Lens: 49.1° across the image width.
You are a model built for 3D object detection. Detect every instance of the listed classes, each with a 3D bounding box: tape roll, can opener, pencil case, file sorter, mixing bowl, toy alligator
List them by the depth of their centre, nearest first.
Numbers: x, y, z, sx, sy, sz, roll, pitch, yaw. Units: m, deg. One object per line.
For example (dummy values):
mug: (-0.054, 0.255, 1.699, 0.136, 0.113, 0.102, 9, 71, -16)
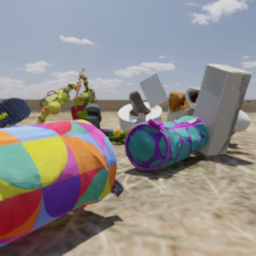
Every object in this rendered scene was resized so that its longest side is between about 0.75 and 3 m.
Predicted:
pencil case: (-1.311, 0.651, 2.901, 1.289, 1.289, 2.916, 3, 6, 35)
pencil case: (1.062, 0.287, 6.974, 1.122, 1.219, 2.637, 35, 23, 26)
toy alligator: (-0.300, 0.400, 10.397, 1.912, 0.459, 0.634, -11, -29, 25)
can opener: (-1.029, -0.160, 10.842, 0.978, 0.780, 2.926, 5, -12, -2)
file sorter: (1.241, -1.588, 12.430, 0.898, 1.294, 0.806, -27, -10, 19)
tape roll: (0.615, -0.482, 13.936, 2.183, 0.764, 2.183, -4, 28, 2)
mixing bowl: (-2.314, -0.508, 14.710, 1.567, 0.848, 1.567, 6, -20, 2)

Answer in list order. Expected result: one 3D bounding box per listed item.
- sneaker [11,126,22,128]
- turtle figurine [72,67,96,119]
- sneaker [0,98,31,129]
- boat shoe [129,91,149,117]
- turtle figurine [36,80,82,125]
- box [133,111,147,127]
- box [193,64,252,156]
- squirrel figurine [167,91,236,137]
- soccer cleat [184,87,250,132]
sneaker: (-5.424, -0.002, 11.544, 0.919, 1.022, 2.485, 2, 3, 43)
turtle figurine: (-1.777, -1.214, 12.148, 0.797, 2.473, 1.995, 2, 32, 3)
sneaker: (-4.853, -0.260, 10.427, 1.123, 1.010, 2.731, -26, 12, 40)
boat shoe: (0.515, -1.006, 13.729, 0.669, 1.767, 0.634, -22, 15, -13)
turtle figurine: (-2.547, -0.688, 9.338, 0.859, 2.666, 2.150, 35, 3, -18)
box: (0.457, -0.147, 11.902, 0.280, 0.887, 1.612, 28, -7, 5)
box: (2.543, -0.502, 8.041, 0.842, 2.464, 1.012, -2, 25, -28)
squirrel figurine: (2.894, -0.361, 11.013, 2.596, 1.968, 2.781, 9, 12, 13)
soccer cleat: (2.721, -0.610, 8.956, 2.329, 0.814, 1.006, 36, 2, 40)
